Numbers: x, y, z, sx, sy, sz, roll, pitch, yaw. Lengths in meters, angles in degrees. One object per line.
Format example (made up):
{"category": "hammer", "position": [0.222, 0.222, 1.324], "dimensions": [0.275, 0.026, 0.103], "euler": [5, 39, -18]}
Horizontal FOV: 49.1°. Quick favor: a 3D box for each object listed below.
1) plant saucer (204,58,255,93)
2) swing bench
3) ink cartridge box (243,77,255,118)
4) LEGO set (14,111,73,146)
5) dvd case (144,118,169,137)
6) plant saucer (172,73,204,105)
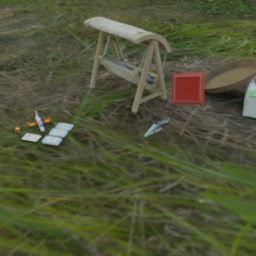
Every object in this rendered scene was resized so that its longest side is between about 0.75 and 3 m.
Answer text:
{"category": "plant saucer", "position": [4.064, -2.074, 11.302], "dimensions": [2.549, 0.375, 2.549], "euler": [-23, 21, 9]}
{"category": "swing bench", "position": [-0.036, -2.582, 10.666], "dimensions": [1.864, 2.873, 2.858], "euler": [-27, 44, -32]}
{"category": "ink cartridge box", "position": [5.163, -1.149, 10.337], "dimensions": [1.522, 0.917, 2.095], "euler": [13, 35, 18]}
{"category": "LEGO set", "position": [-2.825, -0.010, 9.215], "dimensions": [1.669, 0.410, 1.247], "euler": [9, 33, 12]}
{"category": "dvd case", "position": [0.861, -0.013, 8.346], "dimensions": [0.759, 0.554, 0.083], "euler": [-19, 66, -47]}
{"category": "plant saucer", "position": [1.989, -1.305, 9.370], "dimensions": [1.054, 1.056, 0.194], "euler": [2, 4, 18]}
